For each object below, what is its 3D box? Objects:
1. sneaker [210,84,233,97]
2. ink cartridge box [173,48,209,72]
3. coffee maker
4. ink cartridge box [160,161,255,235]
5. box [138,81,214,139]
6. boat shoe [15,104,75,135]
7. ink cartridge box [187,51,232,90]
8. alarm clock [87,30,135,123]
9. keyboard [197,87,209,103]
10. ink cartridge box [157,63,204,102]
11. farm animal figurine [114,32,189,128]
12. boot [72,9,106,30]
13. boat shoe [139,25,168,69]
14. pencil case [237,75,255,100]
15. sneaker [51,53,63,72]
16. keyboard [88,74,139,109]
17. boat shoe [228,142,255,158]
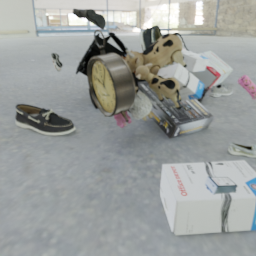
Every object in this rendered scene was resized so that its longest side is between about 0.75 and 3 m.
[{"bbox_3d":[4.317,-1.757,12.781,1.322,0.542,0.494,-14,26,-31],"label":"sneaker"},{"bbox_3d":[2.311,-2.850,11.499,0.961,0.553,1.659,-15,39,-44],"label":"ink cartridge box"},{"bbox_3d":[-0.588,-2.155,10.984,2.580,1.738,2.478,29,53,-13],"label":"coffee maker"},{"bbox_3d":[1.574,1.244,5.220,1.743,0.749,1.277,-1,22,-5],"label":"ink cartridge box"},{"bbox_3d":[1.408,-0.730,9.113,1.759,0.537,2.221,-13,50,-35],"label":"box"},{"bbox_3d":[-2.735,-0.312,9.054,2.310,0.697,0.853,13,25,28],"label":"boat shoe"},{"bbox_3d":[4.123,-2.992,14.386,1.656,0.941,2.272,46,40,16],"label":"ink cartridge box"},{"bbox_3d":[-0.456,-1.285,6.906,0.739,2.221,1.498,-24,21,-25],"label":"alarm clock"},{"bbox_3d":[2.650,-1.200,11.828,1.351,0.515,2.597,-14,14,30],"label":"keyboard"},{"bbox_3d":[1.448,-1.255,7.904,1.135,0.478,0.820,31,-19,-29],"label":"ink cartridge box"},{"bbox_3d":[0.471,-1.472,7.885,2.201,1.370,2.725,-6,52,28],"label":"farm animal figurine"},{"bbox_3d":[-1.564,-4.484,11.395,0.904,0.479,1.373,16,-3,27],"label":"boot"},{"bbox_3d":[1.303,-2.973,12.270,0.883,2.928,1.107,-13,10,40],"label":"boat shoe"},{"bbox_3d":[3.540,-1.182,8.173,0.800,0.331,0.346,41,17,-16],"label":"pencil case"},{"bbox_3d":[-2.973,-2.695,11.518,0.335,0.363,0.908,-8,60,-30],"label":"sneaker"},{"bbox_3d":[-0.404,-1.307,8.224,1.758,1.117,0.181,-25,30,-34],"label":"keyboard"},{"bbox_3d":[3.157,0.568,7.429,0.958,0.307,0.353,6,23,14],"label":"boat shoe"}]
